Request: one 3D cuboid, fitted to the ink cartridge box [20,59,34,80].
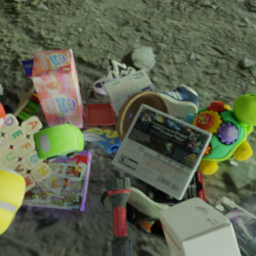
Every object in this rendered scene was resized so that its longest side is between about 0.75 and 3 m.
[{"bbox_3d":[-3.156,-2.245,10.757,1.366,2.885,0.535,-11,94,-9],"label":"ink cartridge box"}]

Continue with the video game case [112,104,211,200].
[{"bbox_3d":[0.971,0.662,8.427,2.327,0.272,2.116,25,85,19],"label":"video game case"}]

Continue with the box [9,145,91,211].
[{"bbox_3d":[-2.506,1.485,8.447,2.576,0.504,1.763,5,72,4],"label":"box"}]

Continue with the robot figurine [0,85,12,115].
[{"bbox_3d":[-5.400,-0.903,9.960,1.996,1.657,2.656,-10,42,-8],"label":"robot figurine"}]

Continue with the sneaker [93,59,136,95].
[{"bbox_3d":[-0.770,-2.205,11.712,2.050,0.818,1.334,-29,54,-22],"label":"sneaker"}]

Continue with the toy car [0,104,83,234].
[{"bbox_3d":[-1.906,0.314,5.512,2.715,0.643,2.885,-10,79,-47],"label":"toy car"}]

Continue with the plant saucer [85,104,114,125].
[{"bbox_3d":[-1.074,-0.478,10.624,1.051,0.193,1.053,-1,49,-6],"label":"plant saucer"}]

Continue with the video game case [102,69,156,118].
[{"bbox_3d":[0.175,-1.195,10.704,1.802,0.410,1.634,-24,80,-19],"label":"video game case"}]

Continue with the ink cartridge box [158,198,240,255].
[{"bbox_3d":[1.619,3.006,5.867,1.051,1.861,2.540,-17,92,-7],"label":"ink cartridge box"}]

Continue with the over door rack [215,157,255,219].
[{"bbox_3d":[4.198,1.939,8.056,2.805,0.934,2.073,23,48,18],"label":"over door rack"}]

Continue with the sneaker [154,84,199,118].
[{"bbox_3d":[1.622,-1.132,10.551,2.081,0.838,1.524,13,37,4],"label":"sneaker"}]

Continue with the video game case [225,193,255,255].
[{"bbox_3d":[3.495,2.752,7.961,1.680,0.159,1.200,-29,54,-21],"label":"video game case"}]

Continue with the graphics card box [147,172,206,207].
[{"bbox_3d":[1.422,1.851,8.542,1.714,0.436,1.075,2,51,0],"label":"graphics card box"}]

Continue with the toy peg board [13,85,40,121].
[{"bbox_3d":[-3.714,-0.869,10.543,0.562,1.149,1.144,37,30,-25],"label":"toy peg board"}]

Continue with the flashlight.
[{"bbox_3d":[-0.205,2.308,7.280,0.687,0.685,2.023,-11,78,36],"label":"flashlight"}]

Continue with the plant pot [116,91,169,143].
[{"bbox_3d":[0.337,-0.304,9.520,2.041,2.041,0.942,-31,32,-23],"label":"plant pot"}]

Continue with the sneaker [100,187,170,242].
[{"bbox_3d":[0.305,2.321,7.657,2.392,0.884,0.949,19,17,16],"label":"sneaker"}]

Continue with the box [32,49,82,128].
[{"bbox_3d":[-2.352,-1.220,9.689,1.236,2.610,1.339,-6,50,-5],"label":"box"}]

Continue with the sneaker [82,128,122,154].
[{"bbox_3d":[-0.885,0.458,9.632,1.493,0.565,0.784,0,50,-2],"label":"sneaker"}]

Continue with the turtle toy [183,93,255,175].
[{"bbox_3d":[2.960,-0.030,8.883,2.967,1.500,2.162,-28,47,19],"label":"turtle toy"}]

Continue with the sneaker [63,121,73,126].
[{"bbox_3d":[-2.113,0.645,9.254,0.714,0.835,1.917,-2,58,-3],"label":"sneaker"}]

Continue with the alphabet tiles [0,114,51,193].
[{"bbox_3d":[-3.220,0.730,8.016,2.107,0.157,2.155,-34,90,-13],"label":"alphabet tiles"}]
